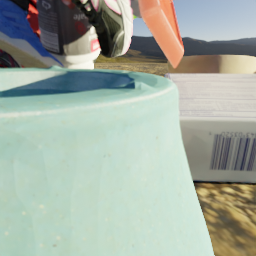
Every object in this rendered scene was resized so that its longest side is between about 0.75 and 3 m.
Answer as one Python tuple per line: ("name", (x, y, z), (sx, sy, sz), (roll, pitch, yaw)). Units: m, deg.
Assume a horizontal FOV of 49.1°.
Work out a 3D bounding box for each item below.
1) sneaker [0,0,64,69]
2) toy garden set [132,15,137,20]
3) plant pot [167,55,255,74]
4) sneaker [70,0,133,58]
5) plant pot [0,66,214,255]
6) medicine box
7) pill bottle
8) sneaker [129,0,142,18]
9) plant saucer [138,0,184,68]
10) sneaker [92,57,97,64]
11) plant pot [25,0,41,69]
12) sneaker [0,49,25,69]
("sneaker", (-2.232, -2.154, 6.029), (2.378, 1.323, 0.913), (29, -19, -29))
("toy garden set", (0.893, -4.020, 8.411), (2.229, 0.534, 2.674), (-28, 15, -12))
("plant pot", (2.726, -1.272, 9.327), (2.838, 1.906, 2.838), (0, 7, 0))
("sneaker", (-0.644, -2.190, 4.439), (0.961, 2.226, 0.894), (-27, 29, -24))
("plant pot", (-0.547, 0.817, 1.702), (2.418, 2.272, 2.418), (1, 16, 0))
("medicine box", (2.013, -0.166, 5.919), (2.393, 1.352, 2.627), (1, 27, 3))
("pill bottle", (-1.550, -2.717, 7.502), (1.625, 2.936, 1.625), (3, 37, -2))
("sneaker", (0.181, -2.957, 5.911), (0.743, 1.498, 0.529), (-16, -17, -41))
("plant saucer", (0.654, -2.434, 5.667), (0.341, 1.853, 1.856), (-16, -24, 21))
("sneaker", (-1.449, -3.031, 10.013), (0.873, 1.924, 0.731), (12, 18, -43))
("plant pot", (-3.618, -3.121, 9.333), (2.493, 2.493, 2.270), (17, 62, 45))
("sneaker", (-3.689, -2.121, 7.612), (0.798, 1.979, 0.739), (-24, 34, 30))
